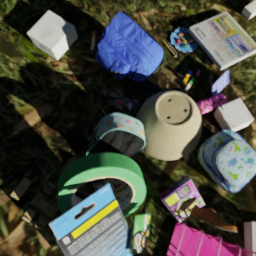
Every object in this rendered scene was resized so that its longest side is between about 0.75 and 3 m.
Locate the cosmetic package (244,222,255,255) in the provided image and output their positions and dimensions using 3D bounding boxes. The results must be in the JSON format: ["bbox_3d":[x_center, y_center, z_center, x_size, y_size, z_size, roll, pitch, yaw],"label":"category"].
[{"bbox_3d":[4.301,3.932,9.383,0.590,0.820,1.453,4,68,4],"label":"cosmetic package"}]

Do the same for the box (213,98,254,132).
[{"bbox_3d":[4.147,-0.435,11.096,1.051,0.687,1.045,-22,71,-8],"label":"box"}]

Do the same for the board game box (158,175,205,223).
[{"bbox_3d":[1.822,2.396,9.274,1.132,1.886,0.305,-33,43,2],"label":"board game box"}]

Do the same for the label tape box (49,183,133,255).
[{"bbox_3d":[-1.099,3.197,8.527,2.019,0.886,2.800,-31,114,-26],"label":"label tape box"}]

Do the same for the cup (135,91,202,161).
[{"bbox_3d":[1.579,-0.335,10.407,2.687,1.922,2.687,0,69,0],"label":"cup"}]

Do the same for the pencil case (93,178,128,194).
[{"bbox_3d":[-0.507,2.025,10.114,1.461,0.568,0.653,-20,59,-19],"label":"pencil case"}]

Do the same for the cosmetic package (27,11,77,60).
[{"bbox_3d":[-3.296,-4.065,12.326,1.466,0.904,1.471,35,78,12],"label":"cosmetic package"}]

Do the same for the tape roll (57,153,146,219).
[{"bbox_3d":[-0.857,2.041,9.060,2.809,2.809,0.675,-11,40,-4],"label":"tape roll"}]

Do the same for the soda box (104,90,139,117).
[{"bbox_3d":[-0.283,-0.992,11.341,1.345,0.426,0.476,27,44,12],"label":"soda box"}]

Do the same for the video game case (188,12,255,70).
[{"bbox_3d":[4.276,-3.953,12.560,2.238,0.271,2.458,-27,71,-15],"label":"video game case"}]

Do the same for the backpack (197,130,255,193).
[{"bbox_3d":[3.593,1.082,9.944,1.799,1.445,1.966,-41,79,-4],"label":"backpack"}]

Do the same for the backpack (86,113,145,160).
[{"bbox_3d":[-0.372,0.373,9.911,1.748,1.989,1.525,23,48,-21],"label":"backpack"}]

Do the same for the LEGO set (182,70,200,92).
[{"bbox_3d":[2.630,-2.138,11.868,0.422,0.454,1.106,33,73,12],"label":"LEGO set"}]

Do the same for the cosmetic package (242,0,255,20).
[{"bbox_3d":[5.917,-5.616,13.208,0.959,0.407,0.516,-37,76,-14],"label":"cosmetic package"}]

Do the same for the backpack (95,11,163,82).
[{"bbox_3d":[0.019,-2.956,11.395,2.435,1.978,2.043,36,80,-4],"label":"backpack"}]

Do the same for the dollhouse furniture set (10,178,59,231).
[{"bbox_3d":[-3.258,2.542,10.018,1.637,1.087,1.435,38,73,-10],"label":"dollhouse furniture set"}]

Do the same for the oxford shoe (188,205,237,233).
[{"bbox_3d":[2.683,2.838,8.802,1.521,0.543,0.542,16,76,33],"label":"oxford shoe"}]

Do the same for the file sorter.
[{"bbox_3d":[2.548,4.256,8.857,2.454,1.539,1.705,20,70,8],"label":"file sorter"}]

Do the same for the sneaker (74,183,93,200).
[{"bbox_3d":[-1.687,2.170,10.197,1.580,0.557,0.597,29,56,2],"label":"sneaker"}]

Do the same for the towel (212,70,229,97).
[{"bbox_3d":[3.838,-1.811,11.587,1.079,0.781,0.129,-45,54,-14],"label":"towel"}]

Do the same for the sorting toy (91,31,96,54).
[{"bbox_3d":[-1.509,-3.773,12.357,0.143,0.590,1.047,5,86,-19],"label":"sorting toy"}]

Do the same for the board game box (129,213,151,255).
[{"bbox_3d":[0.381,3.327,8.858,0.645,0.144,1.232,5,93,-33],"label":"board game box"}]

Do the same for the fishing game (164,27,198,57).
[{"bbox_3d":[2.581,-4.039,12.688,1.858,0.289,1.331,-27,74,-10],"label":"fishing game"}]

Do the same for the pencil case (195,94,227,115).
[{"bbox_3d":[3.354,-0.932,11.268,1.326,0.621,0.602,-22,109,-12],"label":"pencil case"}]
